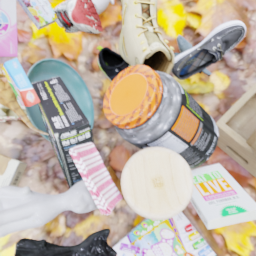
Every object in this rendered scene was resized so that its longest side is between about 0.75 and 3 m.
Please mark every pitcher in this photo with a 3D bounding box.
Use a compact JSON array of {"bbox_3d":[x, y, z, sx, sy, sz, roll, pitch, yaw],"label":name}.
[{"bbox_3d":[-0.918,-5.101,10.212,1.917,1.355,2.235,22,70,-14],"label":"pitcher"}]

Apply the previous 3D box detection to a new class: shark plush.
[{"bbox_3d":[2.195,-2.415,9.747,0.777,0.712,1.711,-25,78,-6],"label":"shark plush"}]

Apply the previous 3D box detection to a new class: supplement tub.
[{"bbox_3d":[0.837,-0.175,6.662,1.741,2.841,1.741,-20,55,32],"label":"supplement tub"}]

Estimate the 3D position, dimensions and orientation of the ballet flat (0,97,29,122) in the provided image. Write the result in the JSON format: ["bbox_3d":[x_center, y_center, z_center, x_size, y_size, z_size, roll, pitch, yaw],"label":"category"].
[{"bbox_3d":[-3.714,-0.748,9.132,2.897,0.926,1.096,-4,83,3],"label":"ballet flat"}]

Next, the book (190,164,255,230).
[{"bbox_3d":[2.051,1.587,6.678,1.212,1.814,0.436,-9,115,-9],"label":"book"}]

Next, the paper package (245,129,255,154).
[{"bbox_3d":[4.208,-0.090,6.177,2.384,2.272,1.233,-27,66,-6],"label":"paper package"}]

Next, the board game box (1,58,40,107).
[{"bbox_3d":[-2.387,-0.957,6.149,0.258,1.282,0.981,-31,107,-21],"label":"board game box"}]

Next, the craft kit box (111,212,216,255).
[{"bbox_3d":[1.063,4.101,8.221,2.858,0.702,2.894,-39,79,-6],"label":"craft kit box"}]

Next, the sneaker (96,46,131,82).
[{"bbox_3d":[-0.149,-1.748,9.394,2.604,1.078,0.934,40,80,9],"label":"sneaker"}]

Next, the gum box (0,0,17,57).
[{"bbox_3d":[-3.334,-2.746,6.773,1.110,1.955,0.647,-9,42,-29],"label":"gum box"}]

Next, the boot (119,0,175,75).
[{"bbox_3d":[0.483,-2.630,7.142,1.084,2.979,2.315,-3,41,-16],"label":"boot"}]

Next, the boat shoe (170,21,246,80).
[{"bbox_3d":[2.186,-2.019,7.552,2.248,0.786,0.745,-27,37,12],"label":"boat shoe"}]

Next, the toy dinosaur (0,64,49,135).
[{"bbox_3d":[-2.973,-0.732,6.956,0.832,1.462,2.753,-38,94,-1],"label":"toy dinosaur"}]

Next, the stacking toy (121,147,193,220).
[{"bbox_3d":[0.560,1.312,6.218,1.276,2.989,1.276,-1,75,2],"label":"stacking toy"}]

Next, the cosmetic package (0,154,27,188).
[{"bbox_3d":[-4.439,1.243,8.847,2.061,0.733,1.084,18,77,4],"label":"cosmetic package"}]

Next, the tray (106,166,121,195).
[{"bbox_3d":[-0.421,1.441,7.385,0.223,1.206,0.595,-33,96,2],"label":"tray"}]

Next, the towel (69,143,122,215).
[{"bbox_3d":[-0.521,0.836,4.939,0.188,0.920,1.257,-29,87,12],"label":"towel"}]

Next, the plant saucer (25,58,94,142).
[{"bbox_3d":[-2.148,-0.715,8.642,0.501,2.786,2.786,-15,74,32],"label":"plant saucer"}]

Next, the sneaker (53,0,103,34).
[{"bbox_3d":[-1.340,-2.842,7.293,1.116,2.715,1.057,-24,112,1],"label":"sneaker"}]

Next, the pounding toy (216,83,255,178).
[{"bbox_3d":[4.113,0.490,8.701,2.394,1.848,2.600,-43,70,-10],"label":"pounding toy"}]

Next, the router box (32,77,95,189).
[{"bbox_3d":[-1.446,0.098,6.473,0.733,1.767,2.358,-20,40,-18],"label":"router box"}]

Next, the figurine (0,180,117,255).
[{"bbox_3d":[-1.421,2.086,5.810,2.144,0.946,2.197,-10,110,-6],"label":"figurine"}]

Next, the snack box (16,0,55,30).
[{"bbox_3d":[-2.566,-3.397,7.995,0.713,0.266,1.003,-43,103,-33],"label":"snack box"}]
